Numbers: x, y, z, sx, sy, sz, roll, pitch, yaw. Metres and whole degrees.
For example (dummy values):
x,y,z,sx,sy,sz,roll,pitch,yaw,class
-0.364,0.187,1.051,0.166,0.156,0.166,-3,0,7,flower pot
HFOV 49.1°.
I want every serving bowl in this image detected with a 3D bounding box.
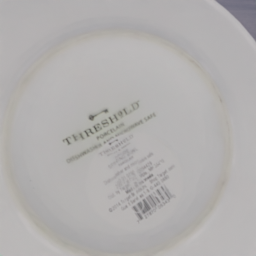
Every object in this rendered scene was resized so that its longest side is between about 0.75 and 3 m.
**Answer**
x,y,z,sx,sy,sz,roll,pitch,yaw,class
-0.062,0.092,1.432,2.148,2.148,0.707,-5,-4,-9,serving bowl
